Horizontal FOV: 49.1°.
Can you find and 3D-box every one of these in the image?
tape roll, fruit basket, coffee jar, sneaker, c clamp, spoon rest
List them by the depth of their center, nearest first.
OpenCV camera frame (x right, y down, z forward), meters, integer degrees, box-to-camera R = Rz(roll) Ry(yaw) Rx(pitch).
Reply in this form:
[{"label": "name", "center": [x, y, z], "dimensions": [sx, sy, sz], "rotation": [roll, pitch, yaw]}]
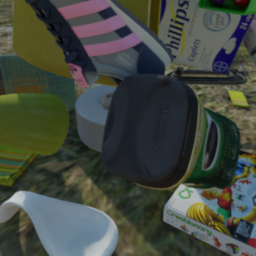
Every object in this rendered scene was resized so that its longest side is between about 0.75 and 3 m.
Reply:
[{"label": "sneaker", "center": [-0.497, -0.965, 2.982], "dimensions": [2.260, 0.927, 0.793], "rotation": [30, 1, -29]}, {"label": "coffee jar", "center": [0.638, 0.174, 3.437], "dimensions": [0.943, 1.152, 2.210], "rotation": [7, -8, 35]}, {"label": "fruit basket", "center": [1.311, -1.955, 3.736], "dimensions": [1.040, 0.750, 1.040], "rotation": [14, 21, -5]}, {"label": "spoon rest", "center": [-1.292, 1.666, 4.860], "dimensions": [2.346, 0.711, 1.165], "rotation": [13, 33, 22]}, {"label": "tape roll", "center": [-0.068, -0.359, 7.983], "dimensions": [2.780, 0.918, 2.780], "rotation": [0, 32, 0]}, {"label": "c clamp", "center": [2.380, -1.557, 8.383], "dimensions": [2.597, 0.352, 2.218], "rotation": [1, 25, 3]}]

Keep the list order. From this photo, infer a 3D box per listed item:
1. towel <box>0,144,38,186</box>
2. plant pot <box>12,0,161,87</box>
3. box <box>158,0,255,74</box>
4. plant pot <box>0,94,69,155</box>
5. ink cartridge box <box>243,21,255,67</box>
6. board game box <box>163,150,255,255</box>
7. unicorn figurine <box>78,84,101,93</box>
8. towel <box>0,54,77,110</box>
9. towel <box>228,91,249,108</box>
[{"label": "towel", "center": [-2.848, 0.403, 7.368], "dimensions": [1.251, 0.263, 2.908], "rotation": [7, 32, 10]}, {"label": "plant pot", "center": [-0.654, -1.822, 4.941], "dimensions": [2.305, 2.253, 2.238], "rotation": [4, 6, 8]}, {"label": "box", "center": [1.671, -2.662, 6.863], "dimensions": [2.326, 2.139, 1.220], "rotation": [15, 61, 8]}, {"label": "plant pot", "center": [-1.517, -0.093, 3.883], "dimensions": [0.939, 0.939, 1.004], "rotation": [26, 10, 36]}, {"label": "ink cartridge box", "center": [3.020, -2.143, 6.379], "dimensions": [0.278, 1.110, 1.279], "rotation": [-3, 45, 5]}, {"label": "board game box", "center": [2.048, 1.281, 5.715], "dimensions": [1.637, 0.449, 2.593], "rotation": [18, 36, 29]}, {"label": "unicorn figurine", "center": [-0.582, -1.529, 10.085], "dimensions": [2.579, 0.952, 1.771], "rotation": [-9, 40, 12]}, {"label": "towel", "center": [-2.799, -1.293, 8.396], "dimensions": [2.533, 1.858, 0.275], "rotation": [-13, 22, -31]}, {"label": "towel", "center": [3.870, -1.011, 9.872], "dimensions": [0.523, 0.110, 1.216], "rotation": [9, 31, 5]}]
